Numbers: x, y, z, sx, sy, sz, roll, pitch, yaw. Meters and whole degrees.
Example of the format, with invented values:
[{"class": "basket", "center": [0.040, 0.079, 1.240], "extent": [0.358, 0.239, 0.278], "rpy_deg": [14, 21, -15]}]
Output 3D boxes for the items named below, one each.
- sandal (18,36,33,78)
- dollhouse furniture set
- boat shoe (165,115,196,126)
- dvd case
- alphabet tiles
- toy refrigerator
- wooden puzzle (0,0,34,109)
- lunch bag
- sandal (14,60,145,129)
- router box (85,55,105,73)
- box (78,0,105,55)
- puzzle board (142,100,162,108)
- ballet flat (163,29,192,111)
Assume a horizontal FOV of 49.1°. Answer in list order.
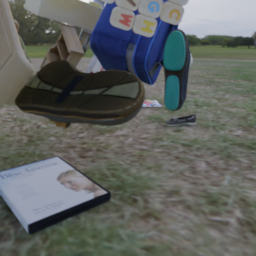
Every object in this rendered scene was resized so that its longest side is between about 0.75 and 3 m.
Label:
[{"class": "sandal", "center": [-3.561, -1.991, 9.465], "extent": [0.895, 2.254, 0.643], "rpy_deg": [-4, 9, 10]}, {"class": "dollhouse furniture set", "center": [-2.638, -1.899, 7.025], "extent": [2.487, 1.618, 2.284], "rpy_deg": [5, 51, -40]}, {"class": "boat shoe", "center": [2.017, -0.320, 10.766], "extent": [1.247, 0.355, 0.417], "rpy_deg": [-4, 18, -12]}, {"class": "dvd case", "center": [-1.763, 1.267, 6.085], "extent": [1.735, 0.213, 2.432], "rpy_deg": [-14, 23, -37]}, {"class": "alphabet tiles", "center": [0.261, -2.203, 4.233], "extent": [1.468, 1.500, 0.110], "rpy_deg": [15, 21, -10]}, {"class": "toy refrigerator", "center": [-1.576, -3.218, 7.556], "extent": [2.103, 0.736, 0.798], "rpy_deg": [-2, 31, -47]}, {"class": "wooden puzzle", "center": [-2.164, -1.378, 4.279], "extent": [1.887, 2.040, 0.380], "rpy_deg": [-26, -6, 43]}, {"class": "lunch bag", "center": [0.348, -2.314, 6.885], "extent": [1.694, 2.561, 1.740], "rpy_deg": [18, -8, 16]}, {"class": "sandal", "center": [-0.849, -0.459, 4.545], "extent": [2.888, 0.788, 1.180], "rpy_deg": [12, 56, 38]}, {"class": "router box", "center": [-0.438, -1.837, 9.037], "extent": [0.435, 1.598, 1.781], "rpy_deg": [-17, 43, 42]}, {"class": "box", "center": [-1.426, -3.703, 10.266], "extent": [0.427, 1.400, 1.768], "rpy_deg": [19, -26, -18]}, {"class": "puzzle board", "center": [1.088, -1.222, 13.976], "extent": [0.967, 0.112, 1.283], "rpy_deg": [-2, 18, -5]}, {"class": "ballet flat", "center": [1.050, -1.193, 5.892], "extent": [0.613, 1.679, 0.613], "rpy_deg": [0, 21, 0]}]
